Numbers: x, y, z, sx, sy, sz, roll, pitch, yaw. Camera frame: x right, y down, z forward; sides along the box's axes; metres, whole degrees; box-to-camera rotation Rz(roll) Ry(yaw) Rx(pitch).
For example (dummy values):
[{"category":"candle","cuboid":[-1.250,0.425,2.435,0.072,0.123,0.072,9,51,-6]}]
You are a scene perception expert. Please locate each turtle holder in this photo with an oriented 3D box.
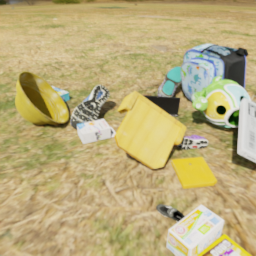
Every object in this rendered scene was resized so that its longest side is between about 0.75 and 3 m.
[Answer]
[{"category":"turtle holder","cuboid":[3.518,-0.922,10.367,1.751,2.304,1.636,-43,36,16]}]

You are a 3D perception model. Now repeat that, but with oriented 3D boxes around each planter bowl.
[{"category":"planter bowl","cuboid":[-3.537,-0.889,10.808,1.031,2.476,2.476,-37,27,16]}]

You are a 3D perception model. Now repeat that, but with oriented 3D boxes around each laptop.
[{"category":"laptop","cuboid":[1.113,-1.187,11.632,1.993,1.233,2.128,5,31,7]}]

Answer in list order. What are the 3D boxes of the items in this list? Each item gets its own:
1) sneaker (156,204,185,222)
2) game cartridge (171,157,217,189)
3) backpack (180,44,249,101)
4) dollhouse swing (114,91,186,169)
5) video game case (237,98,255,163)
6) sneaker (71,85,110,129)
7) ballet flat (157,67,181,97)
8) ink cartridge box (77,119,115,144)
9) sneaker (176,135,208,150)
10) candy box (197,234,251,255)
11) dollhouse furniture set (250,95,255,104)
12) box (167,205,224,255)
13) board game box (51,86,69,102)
[{"category":"sneaker","cuboid":[1.055,2.066,6.838,0.862,0.390,0.287,22,67,30]},{"category":"game cartridge","cuboid":[1.947,1.330,8.388,1.043,0.192,1.183,-4,33,-7]},{"category":"backpack","cuboid":[3.473,-2.288,12.176,2.060,2.565,2.803,-22,32,-11]},{"category":"dollhouse swing","cuboid":[0.471,0.179,9.116,2.055,1.807,1.868,33,-10,-11]},{"category":"video game case","cuboid":[4.532,0.379,8.645,2.377,0.305,2.614,26,44,1]},{"category":"sneaker","cuboid":[-1.565,-0.720,11.323,0.890,1.010,2.267,39,53,-6]},{"category":"ballet flat","cuboid":[1.937,-2.030,13.145,0.858,0.858,2.385,14,46,23]},{"category":"ink cartridge box","cuboid":[-1.120,0.089,10.216,1.321,0.448,0.760,-13,33,-20]},{"category":"sneaker","cuboid":[2.136,0.468,9.624,1.162,0.468,0.485,5,29,-10]},{"category":"candy box","cuboid":[1.578,3.036,5.328,2.293,0.303,1.172,-21,39,-31]},{"category":"dollhouse furniture set","cuboid":[6.320,-1.114,12.255,1.551,0.862,1.371,23,62,33]},{"category":"box","cuboid":[1.481,2.353,6.205,1.163,0.589,0.654,-24,38,-34]},{"category":"board game box","cuboid":[-3.777,-1.326,12.676,1.326,0.412,1.757,21,36,32]}]
